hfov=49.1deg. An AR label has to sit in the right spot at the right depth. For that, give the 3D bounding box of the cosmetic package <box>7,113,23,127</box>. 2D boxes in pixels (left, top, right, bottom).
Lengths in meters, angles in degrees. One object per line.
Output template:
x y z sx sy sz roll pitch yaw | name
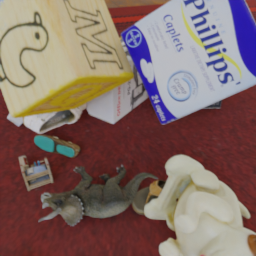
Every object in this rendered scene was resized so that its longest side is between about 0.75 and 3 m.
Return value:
-3.579 -0.535 9.480 0.978 0.496 0.348 -36 29 25 | cosmetic package

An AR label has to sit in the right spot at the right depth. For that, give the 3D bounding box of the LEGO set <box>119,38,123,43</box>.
-0.550 -4.718 15.218 0.882 0.664 1.147 7 38 8 | LEGO set

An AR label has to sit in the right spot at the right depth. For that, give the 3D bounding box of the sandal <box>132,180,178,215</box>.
0.891 1.594 7.118 1.812 0.489 0.728 -17 40 -21 | sandal

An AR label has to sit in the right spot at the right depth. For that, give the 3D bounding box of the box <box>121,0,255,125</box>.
1.750 -1.893 7.134 2.907 2.673 1.525 -25 -3 26 | box

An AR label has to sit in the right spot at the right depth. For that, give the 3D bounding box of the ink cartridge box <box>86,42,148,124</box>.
-0.144 -1.791 10.177 1.223 2.130 2.933 24 43 27 | ink cartridge box

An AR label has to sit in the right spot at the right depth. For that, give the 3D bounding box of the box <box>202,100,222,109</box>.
2.401 -1.807 10.920 2.079 1.311 2.115 -2 37 0 | box

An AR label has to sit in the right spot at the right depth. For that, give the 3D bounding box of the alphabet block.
-1.830 -2.045 7.512 2.613 2.676 2.627 -24 -3 32 | alphabet block

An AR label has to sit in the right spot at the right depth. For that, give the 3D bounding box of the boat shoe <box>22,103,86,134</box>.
-2.047 -0.588 9.627 2.944 1.042 1.020 -33 56 -32 | boat shoe

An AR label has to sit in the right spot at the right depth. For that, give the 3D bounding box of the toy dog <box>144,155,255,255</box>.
1.678 2.126 5.503 2.430 1.749 2.507 24 19 -23 | toy dog

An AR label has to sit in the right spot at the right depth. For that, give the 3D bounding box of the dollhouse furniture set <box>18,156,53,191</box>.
-2.563 1.046 7.667 0.697 0.693 0.989 -16 40 -20 | dollhouse furniture set

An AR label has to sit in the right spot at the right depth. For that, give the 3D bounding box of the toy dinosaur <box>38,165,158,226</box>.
-0.646 1.675 6.825 2.775 1.068 1.419 0 49 -9 | toy dinosaur

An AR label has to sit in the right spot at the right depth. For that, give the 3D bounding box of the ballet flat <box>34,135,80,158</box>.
-2.139 0.512 8.608 1.489 0.505 0.539 14 19 16 | ballet flat
